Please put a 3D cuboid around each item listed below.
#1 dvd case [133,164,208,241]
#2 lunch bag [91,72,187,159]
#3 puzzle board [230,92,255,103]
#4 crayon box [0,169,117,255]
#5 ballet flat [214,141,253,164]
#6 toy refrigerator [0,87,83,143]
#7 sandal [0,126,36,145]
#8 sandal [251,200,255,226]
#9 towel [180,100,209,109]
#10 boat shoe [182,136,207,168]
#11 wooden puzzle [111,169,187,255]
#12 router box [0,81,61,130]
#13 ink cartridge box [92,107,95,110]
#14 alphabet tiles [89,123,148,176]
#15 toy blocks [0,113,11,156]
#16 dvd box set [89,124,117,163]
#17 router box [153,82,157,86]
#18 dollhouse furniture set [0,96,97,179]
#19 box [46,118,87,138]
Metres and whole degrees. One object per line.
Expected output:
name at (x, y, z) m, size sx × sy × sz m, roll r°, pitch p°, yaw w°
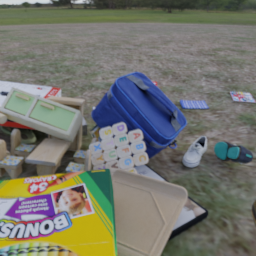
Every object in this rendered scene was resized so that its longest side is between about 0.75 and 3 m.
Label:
dvd case at (0.412, 1.699, 6.706) m, size 1.735 × 0.213 × 2.432 m, roll -17°, pitch 31°, yaw -31°
lunch bag at (0.440, -0.310, 8.175) m, size 2.561 × 1.694 × 1.740 m, roll 46°, pitch 39°, yaw 7°
puzzle board at (5.435, -1.481, 13.340) m, size 0.967 × 0.112 × 1.283 m, roll 5°, pitch 27°, yaw 10°
crayon box at (-1.644, 1.961, 4.866) m, size 2.858 × 0.833 × 2.466 m, roll -7°, pitch 34°, yaw -2°
ballet flat at (3.020, 0.732, 8.006) m, size 0.613 × 0.613 × 1.679 m, roll -2°, pitch 1°, yaw -5°
toy refrigerator at (-2.445, -0.375, 7.972) m, size 2.103 × 0.736 × 0.798 m, roll 20°, pitch 70°, yaw 6°
sandal at (-3.824, -0.037, 9.763) m, size 0.895 × 0.643 × 2.254 m, roll -20°, pitch 32°, yaw -35°
sandal at (2.845, 2.415, 4.682) m, size 1.180 × 0.788 × 2.888 m, roll 9°, pitch 39°, yaw -19°
towel at (2.903, -1.041, 12.408) m, size 1.150 × 0.137 × 0.833 m, roll 0°, pitch 27°, yaw 1°
boat shoe at (2.063, 0.686, 8.464) m, size 0.500 × 0.456 × 1.389 m, roll 21°, pitch 35°, yaw 31°
wooden puzzle at (0.036, 1.832, 5.828) m, size 1.887 × 0.380 × 2.040 m, roll 12°, pitch 40°, yaw 27°
router box at (-3.916, -0.871, 9.983) m, size 2.476 × 0.674 × 2.759 m, roll 6°, pitch 23°, yaw -4°
ink cartridge box at (-0.787, -0.691, 11.561) m, size 1.327 × 0.246 × 0.628 m, roll -3°, pitch 29°, yaw -11°
alphabet tiles at (-0.273, 0.645, 7.091) m, size 1.468 × 1.500 × 0.110 m, roll -16°, pitch -18°, yaw 13°
toy blocks at (-4.559, 0.274, 7.730) m, size 1.597 × 1.773 × 1.897 m, roll 27°, pitch 37°, yaw 20°
dvd box set at (-0.725, 0.395, 8.436) m, size 0.158 × 1.076 × 0.788 m, roll -16°, pitch 18°, yaw 25°
router box at (0.403, -1.939, 13.838) m, size 1.781 × 0.435 × 1.598 m, roll 7°, pitch 25°, yaw 15°
dollhouse furniture set at (-1.991, 0.218, 7.738) m, size 2.284 × 1.618 × 2.487 m, roll 6°, pitch 19°, yaw 2°
box at (-2.372, -0.212, 10.361) m, size 1.400 × 0.427 × 1.768 m, roll -8°, pitch 28°, yaw -17°
